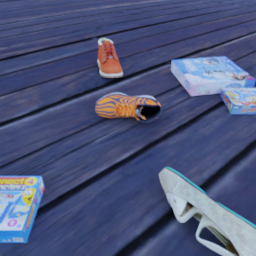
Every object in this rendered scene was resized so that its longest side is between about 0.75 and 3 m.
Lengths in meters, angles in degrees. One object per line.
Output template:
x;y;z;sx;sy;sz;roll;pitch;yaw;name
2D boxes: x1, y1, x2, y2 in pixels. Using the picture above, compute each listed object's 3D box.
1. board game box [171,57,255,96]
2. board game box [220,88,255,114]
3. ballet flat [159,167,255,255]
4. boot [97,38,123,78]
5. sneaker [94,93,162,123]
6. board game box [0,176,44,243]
3.762;-2.462;12.908;2.849;0.621;2.863;-7;35;-8;board game box
4.985;-1.070;11.062;2.247;0.387;1.521;0;34;0;board game box
1.585;1.909;6.214;0.928;1.004;2.976;-43;48;-18;ballet flat
-0.968;-3.387;13.580;1.024;1.463;2.729;-9;37;-16;boot
0.037;-0.698;9.805;2.396;0.929;1.342;-6;18;-8;sneaker
-3.026;1.874;6.638;1.654;0.462;1.619;0;35;0;board game box
